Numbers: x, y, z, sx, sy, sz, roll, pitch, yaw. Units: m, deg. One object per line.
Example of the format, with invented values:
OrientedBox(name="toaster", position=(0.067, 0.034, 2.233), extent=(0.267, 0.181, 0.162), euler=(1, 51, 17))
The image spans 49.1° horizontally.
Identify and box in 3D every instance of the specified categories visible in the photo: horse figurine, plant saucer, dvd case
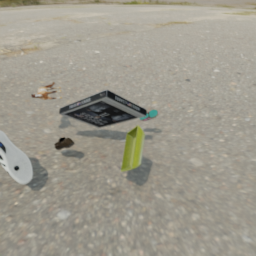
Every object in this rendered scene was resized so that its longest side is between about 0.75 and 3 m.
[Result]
OrientedBox(name="horse figurine", position=(-3.029, -1.329, 10.484), extent=(1.034, 0.389, 1.560), euler=(-7, 26, -12))
OrientedBox(name="plant saucer", position=(0.159, 0.655, 8.109), extent=(0.299, 1.248, 1.249), euler=(12, -15, -12))
OrientedBox(name="dvd case", position=(-0.907, -0.559, 9.728), extent=(2.513, 0.311, 1.889), euler=(-14, -26, 42))

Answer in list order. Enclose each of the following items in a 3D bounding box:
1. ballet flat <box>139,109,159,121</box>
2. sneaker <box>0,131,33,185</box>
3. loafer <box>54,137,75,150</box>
OrientedBox(name="ballet flat", position=(0.863, -0.464, 10.638), extent=(0.343, 0.333, 0.964), euler=(12, -24, -42))
OrientedBox(name="sneaker", position=(-3.570, 0.963, 8.411), extent=(0.670, 1.025, 1.833), euler=(-35, 88, -38))
OrientedBox(name="loafer", position=(-2.204, 0.482, 9.524), extent=(1.061, 0.379, 0.387), euler=(-12, 22, 45))
